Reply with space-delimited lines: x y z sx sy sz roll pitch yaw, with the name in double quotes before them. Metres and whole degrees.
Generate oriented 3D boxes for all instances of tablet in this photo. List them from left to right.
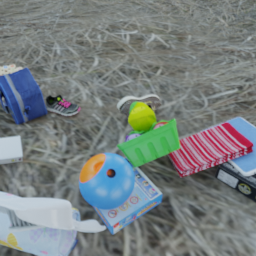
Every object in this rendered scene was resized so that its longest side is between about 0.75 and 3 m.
"tablet" 3.731 0.506 9.174 1.724 0.181 2.650 -20 31 -8

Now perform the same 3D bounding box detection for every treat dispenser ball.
"treat dispenser ball" -0.563 1.434 7.564 1.504 1.504 1.504 0 44 0

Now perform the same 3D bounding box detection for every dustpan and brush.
"dustpan and brush" -1.627 2.026 6.242 2.902 0.831 2.026 11 -13 -43

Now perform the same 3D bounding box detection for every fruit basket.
"fruit basket" 0.556 0.024 8.801 2.044 2.044 1.474 9 5 9

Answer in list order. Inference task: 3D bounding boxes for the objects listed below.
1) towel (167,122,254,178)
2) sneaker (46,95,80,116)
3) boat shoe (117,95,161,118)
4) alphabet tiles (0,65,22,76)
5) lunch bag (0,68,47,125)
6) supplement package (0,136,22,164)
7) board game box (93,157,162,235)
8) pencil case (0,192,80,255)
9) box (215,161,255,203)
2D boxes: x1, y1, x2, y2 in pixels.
"towel" 2.522 0.620 9.079 2.432 0.273 1.759 -20 30 -1
"sneaker" -2.694 -0.957 11.309 1.574 0.689 0.581 12 46 19
"boat shoe" 0.584 -0.781 10.822 2.350 0.844 0.699 -8 53 -50
"alphabet tiles" -5.856 -2.574 13.496 1.531 0.112 1.497 -15 47 -15
"lunch bag" -4.255 -1.178 11.031 1.454 1.493 2.198 -23 50 -21
"supplement package" -4.073 0.762 9.346 0.969 0.537 0.755 -7 68 -23
"board game box" -0.229 1.944 8.472 1.772 0.506 1.810 -26 50 -24
"pencil case" -2.798 2.446 7.414 2.986 1.241 1.354 9 45 10
"box" 4.659 1.451 8.829 2.966 0.728 2.391 31 54 29
